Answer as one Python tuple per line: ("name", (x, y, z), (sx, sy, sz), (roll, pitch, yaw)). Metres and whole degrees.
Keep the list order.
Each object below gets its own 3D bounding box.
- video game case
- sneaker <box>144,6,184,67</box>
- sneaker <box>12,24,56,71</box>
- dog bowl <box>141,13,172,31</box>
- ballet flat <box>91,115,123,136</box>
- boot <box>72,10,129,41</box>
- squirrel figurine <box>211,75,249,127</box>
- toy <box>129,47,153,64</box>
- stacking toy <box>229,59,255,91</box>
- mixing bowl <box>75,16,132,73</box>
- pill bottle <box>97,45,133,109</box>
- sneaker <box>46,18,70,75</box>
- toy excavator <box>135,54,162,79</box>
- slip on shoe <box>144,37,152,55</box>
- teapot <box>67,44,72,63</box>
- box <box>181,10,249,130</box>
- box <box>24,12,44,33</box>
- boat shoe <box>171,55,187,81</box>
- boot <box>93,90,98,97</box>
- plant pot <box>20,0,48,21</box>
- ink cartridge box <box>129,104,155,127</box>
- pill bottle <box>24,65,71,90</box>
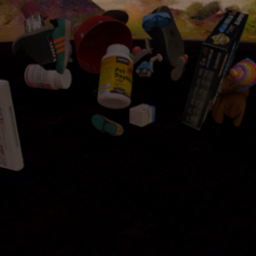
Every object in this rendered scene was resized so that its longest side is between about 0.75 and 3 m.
("video game case", (-4.554, -0.182, 8.298), (2.944, 2.680, 0.337), (9, 25, 20))
("sneaker", (1.806, -4.575, 14.462), (1.119, 2.992, 1.589), (-26, 16, -28))
("sneaker", (-2.623, -2.072, 7.973), (2.084, 1.107, 0.780), (-11, -14, 36))
("dog bowl", (0.823, -3.164, 8.296), (0.903, 0.224, 0.503), (-9, -17, -4))
("ballet flat", (-0.796, -0.078, 10.958), (0.599, 0.599, 1.694), (-17, 28, -35))
("boot", (-0.901, -4.153, 12.554), (2.934, 1.062, 2.441), (-22, 52, -14))
("squirrel figurine", (3.840, -1.281, 11.688), (1.979, 2.120, 1.500), (15, 31, 11))
("toy", (0.227, -2.745, 10.581), (1.056, 0.433, 1.834), (-33, 8, 26))
("stacking toy", (3.415, -1.672, 8.585), (0.817, 0.864, 1.488), (-37, -17, 35))
("mixing bowl", (-1.043, -3.110, 9.897), (2.113, 2.113, 1.144), (-14, 55, -30))
("pill bottle", (-0.362, -1.545, 8.418), (0.973, 1.782, 0.973), (3, -16, 1))
("sneaker", (-1.616, -1.854, 6.375), (0.499, 1.250, 0.446), (4, -1, -20))
("toy excavator", (0.968, -2.915, 13.060), (1.079, 1.109, 0.554), (6, -14, 28))
("slip on shoe", (0.841, -3.662, 12.513), (0.247, 0.815, 0.310), (-18, -7, 28))
("teapot", (-2.349, -2.831, 10.324), (0.759, 0.768, 0.561), (12, -6, 33))
("box", (2.497, -1.653, 8.170), (0.642, 2.792, 2.219), (25, 50, 18))
("box", (-3.278, -3.552, 9.805), (0.689, 0.217, 1.251), (-29, 48, 8))
("boat shoe", (2.264, -2.641, 12.353), (0.456, 1.280, 0.400), (34, 50, 16))
("boot", (-1.179, -2.142, 15.478), (2.272, 0.787, 1.978), (20, 29, 35))
("plant pot", (-3.832, -4.595, 11.274), (0.919, 0.823, 0.919), (-33, 19, 13))
("ink cartridge box", (0.591, -0.539, 11.777), (0.674, 0.662, 0.916), (18, 29, 37))
("pill bottle", (-4.784, -3.029, 16.804), (2.461, 1.395, 1.395), (8, 24, 18))
